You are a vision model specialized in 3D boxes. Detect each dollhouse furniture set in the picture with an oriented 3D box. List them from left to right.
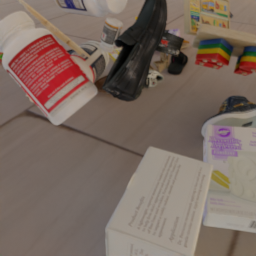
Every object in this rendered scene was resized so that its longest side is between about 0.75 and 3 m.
[{"bbox_3d":[1.290,-3.265,13.202,1.209,0.985,1.150,-13,39,-17],"label":"dollhouse furniture set"}]

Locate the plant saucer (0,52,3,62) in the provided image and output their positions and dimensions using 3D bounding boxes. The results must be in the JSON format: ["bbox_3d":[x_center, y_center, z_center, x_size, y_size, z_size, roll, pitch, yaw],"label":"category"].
[{"bbox_3d":[-6.702,-4.151,14.776,2.891,0.532,2.897,-2,38,-3],"label":"plant saucer"}]

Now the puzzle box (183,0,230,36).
[{"bbox_3d":[2.508,-3.518,8.787,1.974,1.313,0.251,-6,5,-35],"label":"puzzle box"}]

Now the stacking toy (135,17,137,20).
[{"bbox_3d":[0.624,-4.076,9.529,0.279,0.894,1.186,27,25,8],"label":"stacking toy"}]

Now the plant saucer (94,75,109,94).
[{"bbox_3d":[-0.656,-1.830,11.669,1.571,0.287,1.571,-11,34,8],"label":"plant saucer"}]

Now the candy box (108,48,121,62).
[{"bbox_3d":[-0.435,-3.649,14.345,0.894,0.231,1.749,-17,40,-17],"label":"candy box"}]

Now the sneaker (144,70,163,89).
[{"bbox_3d":[0.792,-2.010,11.817,1.721,0.638,0.762,-29,43,-32],"label":"sneaker"}]

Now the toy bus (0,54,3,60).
[{"bbox_3d":[-4.072,-2.970,9.753,1.309,0.717,1.387,-46,40,-8],"label":"toy bus"}]

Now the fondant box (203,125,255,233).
[{"bbox_3d":[2.873,1.175,6.962,1.892,0.764,2.623,4,49,11],"label":"fondant box"}]

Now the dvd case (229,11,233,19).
[{"bbox_3d":[2.862,-4.437,10.117,1.660,0.133,1.234,10,43,-12],"label":"dvd case"}]

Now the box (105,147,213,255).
[{"bbox_3d":[0.610,1.891,5.393,1.371,2.097,2.086,16,40,16],"label":"box"}]

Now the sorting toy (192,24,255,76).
[{"bbox_3d":[2.817,-1.982,7.629,2.145,0.746,2.132,15,8,6],"label":"sorting toy"}]

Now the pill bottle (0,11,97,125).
[{"bbox_3d":[-2.208,-1.538,7.341,1.532,2.730,1.532,-38,9,7],"label":"pill bottle"}]

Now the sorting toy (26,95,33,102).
[{"bbox_3d":[-3.612,-1.450,11.290,0.986,0.585,1.095,-39,49,-16],"label":"sorting toy"}]

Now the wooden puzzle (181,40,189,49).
[{"bbox_3d":[2.596,-4.544,15.573,2.031,0.237,1.370,-23,38,-28],"label":"wooden puzzle"}]

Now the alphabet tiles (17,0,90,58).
[{"bbox_3d":[-2.523,-3.333,9.499,0.198,2.648,2.707,-50,49,7],"label":"alphabet tiles"}]

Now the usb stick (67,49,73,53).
[{"bbox_3d":[-3.262,-4.017,14.913,0.918,0.150,0.255,-23,49,-28],"label":"usb stick"}]

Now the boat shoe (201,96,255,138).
[{"bbox_3d":[3.320,-0.344,9.395,2.826,1.000,1.283,-11,37,-26],"label":"boat shoe"}]

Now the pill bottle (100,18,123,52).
[{"bbox_3d":[-0.655,-3.409,10.314,0.647,1.112,0.647,16,37,-12],"label":"pill bottle"}]

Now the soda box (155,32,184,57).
[{"bbox_3d":[1.065,-3.208,10.236,2.080,0.736,0.659,1,27,-40],"label":"soda box"}]

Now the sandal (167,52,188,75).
[{"bbox_3d":[2.454,-3.296,13.602,0.869,0.553,2.311,8,38,11],"label":"sandal"}]

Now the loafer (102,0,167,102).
[{"bbox_3d":[0.178,-2.078,6.975,0.998,2.844,0.966,20,-2,-28],"label":"loafer"}]

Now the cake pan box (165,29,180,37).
[{"bbox_3d":[1.716,-4.818,15.390,1.986,0.564,2.156,5,37,21],"label":"cake pan box"}]

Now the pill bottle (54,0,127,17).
[{"bbox_3d":[-1.384,-4.973,10.332,2.634,1.576,1.576,22,42,31],"label":"pill bottle"}]

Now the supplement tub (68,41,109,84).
[{"bbox_3d":[-1.851,-2.621,11.832,1.589,1.589,2.265,11,38,14],"label":"supplement tub"}]
